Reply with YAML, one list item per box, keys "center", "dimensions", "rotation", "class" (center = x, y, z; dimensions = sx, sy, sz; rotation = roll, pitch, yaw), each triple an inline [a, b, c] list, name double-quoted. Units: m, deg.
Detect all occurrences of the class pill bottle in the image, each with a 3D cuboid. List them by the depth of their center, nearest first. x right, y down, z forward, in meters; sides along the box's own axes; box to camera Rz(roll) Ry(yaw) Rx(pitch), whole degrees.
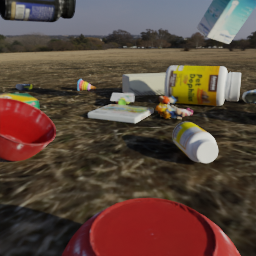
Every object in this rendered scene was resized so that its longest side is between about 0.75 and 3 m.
- center: [1.448, 0.315, 6.053]
  dimensions: [0.653, 0.653, 1.195]
  rotation: [-3, 18, -10]
  class: "pill bottle"
- center: [-2.547, -3.556, 7.872]
  dimensions: [1.947, 1.089, 1.089]
  rotation: [-10, 19, -32]
  class: "pill bottle"
- center: [2.959, -1.696, 11.203]
  dimensions: [2.813, 1.537, 1.537]
  rotation: [6, 18, 21]
  class: "pill bottle"

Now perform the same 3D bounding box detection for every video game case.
- center: [-0.215, -0.517, 9.636]
  dimensions: [1.760, 0.201, 1.602]
  rotation: [7, 18, 25]
  class: "video game case"

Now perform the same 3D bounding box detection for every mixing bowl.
- center: [0.173, 1.267, 2.222]
  dimensions: [1.961, 1.062, 1.961]
  rotation: [-1, 17, 0]
  class: "mixing bowl"
- center: [-2.394, 0.147, 5.886]
  dimensions: [1.521, 0.824, 1.521]
  rotation: [28, 23, -13]
  class: "mixing bowl"

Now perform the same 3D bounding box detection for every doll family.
- center: [1.435, -0.562, 9.376]
  dimensions: [0.855, 0.621, 1.377]
  rotation: [-5, 34, -40]
  class: "doll family"

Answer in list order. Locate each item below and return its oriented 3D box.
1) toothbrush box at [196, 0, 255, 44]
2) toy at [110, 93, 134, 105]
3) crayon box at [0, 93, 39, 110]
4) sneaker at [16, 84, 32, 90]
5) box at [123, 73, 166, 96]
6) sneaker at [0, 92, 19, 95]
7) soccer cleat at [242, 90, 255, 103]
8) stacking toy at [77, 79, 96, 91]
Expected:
- center: [3.113, -3.568, 8.806]
  dimensions: [1.138, 1.554, 0.663]
  rotation: [1, 43, -35]
  class: "toothbrush box"
- center: [-0.226, -1.132, 11.381]
  dimensions: [0.903, 0.370, 1.568]
  rotation: [3, 15, 0]
  class: "toy"
- center: [-4.190, -0.498, 8.566]
  dimensions: [2.566, 0.748, 1.524]
  rotation: [-10, 19, -30]
  class: "crayon box"
- center: [-5.642, -2.204, 15.061]
  dimensions: [0.363, 0.326, 0.881]
  rotation: [16, 14, 40]
  class: "sneaker"
- center: [1.191, -2.155, 13.751]
  dimensions: [2.787, 0.953, 1.145]
  rotation: [-5, 17, -15]
  class: "box"
- center: [-4.509, -0.990, 10.408]
  dimensions: [0.959, 0.640, 1.674]
  rotation: [-13, 15, -30]
  class: "sneaker"
- center: [5.675, -1.338, 11.618]
  dimensions: [1.783, 0.623, 0.770]
  rotation: [3, 17, 10]
  class: "soccer cleat"
- center: [-2.176, -2.198, 14.849]
  dimensions: [0.975, 0.535, 0.566]
  rotation: [13, 36, 7]
  class: "stacking toy"
